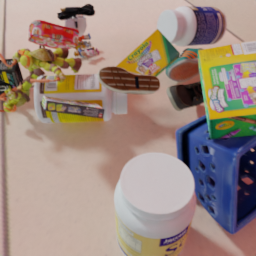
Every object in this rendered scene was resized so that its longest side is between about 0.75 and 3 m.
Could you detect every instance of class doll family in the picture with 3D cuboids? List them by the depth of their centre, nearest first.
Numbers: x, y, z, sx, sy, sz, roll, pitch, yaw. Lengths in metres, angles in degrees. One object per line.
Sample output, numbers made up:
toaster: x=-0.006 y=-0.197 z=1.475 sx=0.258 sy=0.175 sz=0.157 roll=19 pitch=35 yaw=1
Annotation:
doll family: x=-2.094 y=-3.654 z=13.013 sx=1.009 sy=0.732 sz=1.625 roll=-16 pitch=64 yaw=-25

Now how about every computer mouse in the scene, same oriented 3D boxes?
computer mouse: x=-1.945 y=-3.885 z=10.575 sx=1.294 sy=2.361 sz=0.518 roll=-13 pitch=90 yaw=-9

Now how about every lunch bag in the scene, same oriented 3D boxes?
lunch bag: x=-2.668 y=-3.320 z=10.083 sx=1.687 sy=0.691 sz=1.486 roll=5 pitch=3 yaw=-30

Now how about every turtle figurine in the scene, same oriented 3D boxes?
turtle figurine: x=-2.568 y=-2.110 z=8.513 sx=2.578 sy=0.830 sz=2.079 roll=26 pitch=27 yaw=26
turtle figurine: x=-3.568 y=-1.209 z=9.369 sx=0.770 sy=2.390 sz=1.928 roll=35 pitch=74 yaw=-14

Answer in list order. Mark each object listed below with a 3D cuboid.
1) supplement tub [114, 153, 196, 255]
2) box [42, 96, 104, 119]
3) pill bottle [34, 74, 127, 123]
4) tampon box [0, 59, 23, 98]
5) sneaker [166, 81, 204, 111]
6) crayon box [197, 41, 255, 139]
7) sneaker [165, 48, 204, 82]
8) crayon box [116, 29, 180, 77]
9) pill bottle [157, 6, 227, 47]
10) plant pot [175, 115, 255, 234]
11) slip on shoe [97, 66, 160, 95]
supplement tub: x=0.541 y=1.814 z=6.065 sx=1.677 sy=2.306 sz=1.677 roll=0 pitch=44 yaw=0
box: x=-1.577 y=-0.590 z=8.020 sx=1.621 sy=0.281 sz=0.892 roll=7 pitch=12 yaw=-26
pill bottle: x=-1.516 y=-0.997 z=9.468 sx=2.948 sy=1.610 sz=1.610 roll=-2 pitch=44 yaw=-2
tampon box: x=-4.924 y=-1.874 z=10.716 sx=1.511 sy=1.133 sz=0.954 roll=-7 pitch=45 yaw=-7
sneaker: x=2.215 y=-1.227 z=9.165 sx=2.395 sy=1.272 sz=0.896 roll=-15 pitch=81 yaw=-57
crayon box: x=2.312 y=-0.887 z=6.098 sx=1.345 sy=0.660 sz=2.265 roll=-6 pitch=50 yaw=13
sneaker: x=2.455 y=-2.720 z=11.801 sx=2.729 sy=0.974 sz=1.090 roll=-23 pitch=45 yaw=-30
crayon box: x=0.620 y=-2.124 z=9.051 sx=1.823 sy=0.531 sz=1.083 roll=-41 pitch=86 yaw=6
pill bottle: x=2.409 y=-3.853 z=10.676 sx=2.500 sy=1.447 sz=1.447 roll=-14 pitch=44 yaw=-31
plant pot: x=2.516 y=0.756 z=7.005 sx=2.296 sy=2.296 sz=2.064 roll=-25 pitch=29 yaw=-26
slip on shoe: x=-0.015 y=-1.309 z=8.070 sx=1.892 sy=0.573 sz=0.719 roll=1 pitch=83 yaw=-24
